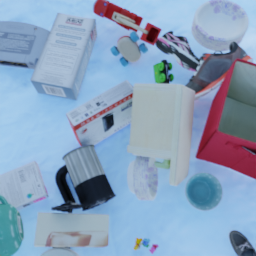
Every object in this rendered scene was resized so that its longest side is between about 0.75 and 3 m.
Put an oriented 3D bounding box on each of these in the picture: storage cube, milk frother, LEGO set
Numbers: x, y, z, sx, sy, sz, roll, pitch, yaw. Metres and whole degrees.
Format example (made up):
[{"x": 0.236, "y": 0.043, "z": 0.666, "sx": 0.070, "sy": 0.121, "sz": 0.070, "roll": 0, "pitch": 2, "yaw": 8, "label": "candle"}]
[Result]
[{"x": 3.519, "y": -0.105, "z": 7.988, "sx": 2.248, "sy": 2.364, "sz": 2.629, "roll": 19, "pitch": 68, "yaw": 8, "label": "storage cube"}, {"x": -1.400, "y": 1.432, "z": 7.660, "sx": 1.567, "sy": 1.737, "sz": 1.634, "roll": -26, "pitch": 73, "yaw": -2, "label": "milk frother"}, {"x": 0.353, "y": 3.123, "z": 7.367, "sx": 0.317, "sy": 0.830, "sz": 0.341, "roll": 52, "pitch": 50, "yaw": -15, "label": "LEGO set"}]

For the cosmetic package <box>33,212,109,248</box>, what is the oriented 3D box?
[{"x": -1.463, "y": 2.680, "z": 7.287, "sx": 1.814, "sy": 0.938, "sz": 0.792, "roll": 6, "pitch": 65, "yaw": -12, "label": "cosmetic package"}]

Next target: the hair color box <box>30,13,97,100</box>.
[{"x": -2.145, "y": -2.532, "z": 9.797, "sx": 1.447, "sy": 0.886, "sz": 2.924, "roll": 11, "pitch": 69, "yaw": 5, "label": "hair color box"}]

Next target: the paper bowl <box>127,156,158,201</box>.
[{"x": 0.397, "y": 1.398, "z": 7.952, "sx": 0.671, "sy": 1.289, "sz": 1.289, "roll": -3, "pitch": 66, "yaw": 18, "label": "paper bowl"}]

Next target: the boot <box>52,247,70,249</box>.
[{"x": -1.858, "y": 3.032, "z": 7.797, "sx": 0.489, "sy": 0.377, "sz": 1.009, "roll": -2, "pitch": 77, "yaw": -12, "label": "boot"}]

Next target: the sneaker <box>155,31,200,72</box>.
[{"x": 1.892, "y": -2.765, "z": 9.723, "sx": 1.839, "sy": 0.739, "sz": 0.794, "roll": 40, "pitch": 78, "yaw": 7, "label": "sneaker"}]

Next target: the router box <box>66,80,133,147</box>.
[{"x": -0.707, "y": -0.311, "z": 8.283, "sx": 1.977, "sy": 1.775, "sz": 0.483, "roll": -32, "pitch": 68, "yaw": -14, "label": "router box"}]

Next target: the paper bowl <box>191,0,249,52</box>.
[{"x": 3.264, "y": -3.607, "z": 10.175, "sx": 1.906, "sy": 0.991, "sz": 1.906, "roll": 0, "pitch": 67, "yaw": 1, "label": "paper bowl"}]

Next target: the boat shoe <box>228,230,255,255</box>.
[{"x": 3.288, "y": 3.498, "z": 7.512, "sx": 0.527, "sy": 0.449, "sz": 1.576, "roll": -23, "pitch": 69, "yaw": -9, "label": "boat shoe"}]

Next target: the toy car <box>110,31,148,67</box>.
[{"x": 0.034, "y": -2.963, "z": 9.993, "sx": 1.046, "sy": 1.004, "sz": 1.135, "roll": -31, "pitch": 34, "yaw": 23, "label": "toy car"}]

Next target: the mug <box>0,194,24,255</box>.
[{"x": -3.251, "y": 2.486, "z": 7.044, "sx": 1.004, "sy": 1.623, "sz": 1.334, "roll": -11, "pitch": 26, "yaw": -14, "label": "mug"}]

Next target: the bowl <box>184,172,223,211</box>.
[{"x": 2.125, "y": 1.840, "z": 8.102, "sx": 1.078, "sy": 0.564, "sz": 1.078, "roll": 0, "pitch": 76, "yaw": 1, "label": "bowl"}]

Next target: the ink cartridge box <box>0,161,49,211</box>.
[{"x": -3.450, "y": 1.879, "z": 8.217, "sx": 1.940, "sy": 0.407, "sz": 1.158, "roll": -22, "pitch": 67, "yaw": -12, "label": "ink cartridge box"}]

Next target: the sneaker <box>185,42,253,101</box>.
[{"x": 2.521, "y": -1.758, "z": 9.100, "sx": 2.856, "sy": 1.101, "sz": 1.170, "roll": -32, "pitch": 87, "yaw": 0, "label": "sneaker"}]

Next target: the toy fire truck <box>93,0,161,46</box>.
[{"x": -0.108, "y": -3.732, "z": 9.700, "sx": 2.464, "sy": 0.601, "sz": 1.738, "roll": 22, "pitch": 24, "yaw": -9, "label": "toy fire truck"}]

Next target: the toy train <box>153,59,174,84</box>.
[{"x": 1.172, "y": -0.948, "z": 8.893, "sx": 0.500, "sy": 0.675, "sz": 2.394, "roll": -5, "pitch": 89, "yaw": -28, "label": "toy train"}]

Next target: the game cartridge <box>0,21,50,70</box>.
[{"x": -4.239, "y": -3.081, "z": 10.260, "sx": 2.651, "sy": 0.536, "sz": 1.768, "roll": 8, "pitch": 71, "yaw": 3, "label": "game cartridge"}]

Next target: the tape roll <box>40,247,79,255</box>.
[{"x": -1.828, "y": 3.922, "z": 7.268, "sx": 1.529, "sy": 0.279, "sz": 1.529, "roll": 1, "pitch": 77, "yaw": -6, "label": "tape roll"}]

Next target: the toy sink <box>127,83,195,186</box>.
[{"x": 0.912, "y": 0.129, "z": 7.737, "sx": 1.416, "sy": 1.648, "sz": 2.528, "roll": 5, "pitch": 94, "yaw": 24, "label": "toy sink"}]
